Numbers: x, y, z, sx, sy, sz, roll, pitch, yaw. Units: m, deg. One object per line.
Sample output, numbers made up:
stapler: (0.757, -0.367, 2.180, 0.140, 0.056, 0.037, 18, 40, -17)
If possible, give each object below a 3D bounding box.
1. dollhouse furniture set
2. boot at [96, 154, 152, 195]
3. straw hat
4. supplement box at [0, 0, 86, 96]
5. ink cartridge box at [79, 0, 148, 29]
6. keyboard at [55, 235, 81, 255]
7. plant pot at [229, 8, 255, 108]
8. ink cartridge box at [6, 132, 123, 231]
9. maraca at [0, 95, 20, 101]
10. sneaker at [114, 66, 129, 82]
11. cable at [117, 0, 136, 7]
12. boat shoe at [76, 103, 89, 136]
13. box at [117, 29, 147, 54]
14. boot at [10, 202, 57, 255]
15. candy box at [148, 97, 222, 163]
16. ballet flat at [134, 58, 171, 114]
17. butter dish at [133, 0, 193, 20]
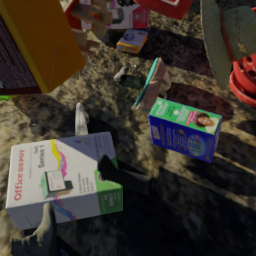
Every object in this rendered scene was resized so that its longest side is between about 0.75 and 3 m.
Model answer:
dollhouse furniture set: (-1.619, -3.432, 8.205, 1.498, 2.876, 2.908, 19, 58, 6)
boot: (-0.047, 0.879, 5.251, 0.999, 0.823, 0.328, 18, 61, 16)
straw hat: (2.490, -2.153, 6.403, 1.030, 2.435, 2.435, -9, 40, 29)
supplement box: (-2.690, -2.117, 6.865, 2.249, 2.218, 1.493, 1, 37, 34)
ink cartridge box: (-0.635, -5.558, 12.325, 2.999, 2.213, 1.284, -3, 29, -2)
keyboard: (-1.437, 2.774, 6.036, 0.895, 0.115, 0.537, 29, 47, 25)
plant pot: (4.728, -2.167, 8.995, 2.828, 2.575, 2.828, 0, 47, 0)
ink cartridge box: (-1.510, 1.220, 6.839, 2.502, 1.051, 1.812, -9, 47, -8)
maraca: (-4.051, -1.389, 9.419, 1.107, 0.864, 1.615, 18, 42, 10)
sneaker: (-0.157, -1.977, 10.403, 0.352, 0.297, 0.805, 26, 56, 21)
cable: (-0.013, -4.648, 8.701, 0.523, 1.679, 2.058, 5, 61, -37)
boat shoe: (-1.412, -0.287, 8.709, 0.407, 0.446, 1.240, 0, 46, -8)
box: (0.224, -3.803, 12.117, 0.932, 0.325, 1.566, 15, 46, 13)
boot: (-1.357, 1.584, 4.022, 0.636, 0.329, 0.973, -1, 89, -18)
candy box: (0.817, 0.045, 4.089, 0.953, 0.806, 0.367, 18, 61, 21)
ballet flat: (0.975, -1.396, 9.610, 0.875, 0.886, 2.602, 27, 54, -4)
butter dish: (1.048, -3.377, 6.568, 1.415, 1.411, 1.046, 29, 24, 17)
